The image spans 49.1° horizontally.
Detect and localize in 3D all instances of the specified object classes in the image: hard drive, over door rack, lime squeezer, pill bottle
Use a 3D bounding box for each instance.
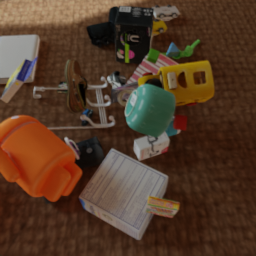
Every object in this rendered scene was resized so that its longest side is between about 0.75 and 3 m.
[{"bbox_3d":[-4.936,-3.061,12.287,1.771,0.353,2.686,-3,56,-2],"label":"hard drive"},{"bbox_3d":[-2.123,-0.891,10.455,2.976,0.991,2.199,-9,56,-6],"label":"over door rack"},{"bbox_3d":[2.284,-3.479,12.511,2.503,0.472,0.884,-18,58,-11],"label":"lime squeezer"},{"bbox_3d":[1.427,-0.023,10.061,1.179,0.653,0.653,-15,57,-10],"label":"pill bottle"}]

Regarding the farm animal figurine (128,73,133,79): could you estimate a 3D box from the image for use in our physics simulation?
[{"bbox_3d":[0.466,-1.814,11.411,0.994,0.500,0.803,5,76,-1],"label":"farm animal figurine"}]

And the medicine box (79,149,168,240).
[{"bbox_3d":[-0.107,1.968,8.474,2.034,1.047,1.852,25,60,17],"label":"medicine box"}]

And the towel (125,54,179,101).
[{"bbox_3d":[1.118,-1.720,11.085,1.957,0.400,2.675,33,68,5],"label":"towel"}]

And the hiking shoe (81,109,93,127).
[{"bbox_3d":[-1.611,-0.384,10.518,0.362,0.311,0.836,17,47,6],"label":"hiking shoe"}]

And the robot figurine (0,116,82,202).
[{"bbox_3d":[-2.711,0.772,7.969,2.906,1.694,2.090,38,54,17],"label":"robot figurine"}]

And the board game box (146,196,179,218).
[{"bbox_3d":[0.815,1.949,6.851,0.716,1.500,0.225,11,63,7],"label":"board game box"}]

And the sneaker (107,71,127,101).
[{"bbox_3d":[-0.317,-1.732,11.151,0.491,0.668,1.477,11,40,-47],"label":"sneaker"}]

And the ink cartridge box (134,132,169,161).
[{"bbox_3d":[0.786,0.615,9.541,1.093,0.794,0.456,-18,58,-12],"label":"ink cartridge box"}]

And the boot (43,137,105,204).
[{"bbox_3d":[-1.794,1.334,9.174,2.209,0.725,1.821,-13,59,-14],"label":"boot"}]

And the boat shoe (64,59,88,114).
[{"bbox_3d":[-1.720,-1.494,9.747,0.693,0.734,2.040,-13,74,27],"label":"boat shoe"}]

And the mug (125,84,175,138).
[{"bbox_3d":[0.470,-0.465,7.970,1.028,1.663,1.366,19,59,-18],"label":"mug"}]

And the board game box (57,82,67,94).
[{"bbox_3d":[-2.324,-1.634,11.470,1.050,0.123,0.550,5,54,4],"label":"board game box"}]

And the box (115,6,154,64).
[{"bbox_3d":[0.253,-3.864,11.818,1.490,2.006,1.247,6,56,4],"label":"box"}]

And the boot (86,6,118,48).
[{"bbox_3d":[-1.078,-4.807,13.231,1.804,0.815,2.202,-18,59,-8],"label":"boot"}]

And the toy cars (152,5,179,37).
[{"bbox_3d":[1.438,-5.119,13.538,1.265,0.625,2.821,31,57,7],"label":"toy cars"}]

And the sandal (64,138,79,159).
[{"bbox_3d":[-1.735,0.572,8.826,0.273,0.451,1.109,-33,40,-12],"label":"sandal"}]

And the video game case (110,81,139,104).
[{"bbox_3d":[0.054,-1.326,10.030,1.399,0.999,0.133,-18,74,-11],"label":"video game case"}]

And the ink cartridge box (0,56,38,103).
[{"bbox_3d":[-3.517,-1.646,9.029,0.317,1.347,1.332,33,31,-28],"label":"ink cartridge box"}]

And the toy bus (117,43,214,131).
[{"bbox_3d":[1.371,-1.356,8.974,2.540,1.391,2.692,35,84,1],"label":"toy bus"}]
